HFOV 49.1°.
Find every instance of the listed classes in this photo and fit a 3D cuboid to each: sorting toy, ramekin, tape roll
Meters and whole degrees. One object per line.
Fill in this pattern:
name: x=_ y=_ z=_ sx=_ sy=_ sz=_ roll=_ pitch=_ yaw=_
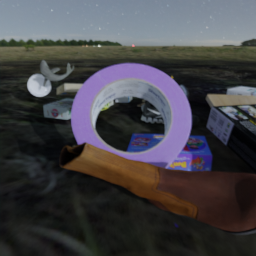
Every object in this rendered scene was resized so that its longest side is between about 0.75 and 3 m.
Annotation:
sorting toy: x=3.830 y=-0.253 z=9.556 sx=1.983 sy=0.694 sz=1.995 roll=0 pitch=44 yaw=-14
ramekin: x=-4.105 y=-1.957 z=12.923 sx=1.015 sy=1.015 sz=0.495 roll=-6 pitch=11 yaw=-18
tape roll: x=0.064 y=-0.155 z=6.853 sx=2.788 sy=2.788 sz=0.915 roll=-1 pitch=-22 yaw=-4

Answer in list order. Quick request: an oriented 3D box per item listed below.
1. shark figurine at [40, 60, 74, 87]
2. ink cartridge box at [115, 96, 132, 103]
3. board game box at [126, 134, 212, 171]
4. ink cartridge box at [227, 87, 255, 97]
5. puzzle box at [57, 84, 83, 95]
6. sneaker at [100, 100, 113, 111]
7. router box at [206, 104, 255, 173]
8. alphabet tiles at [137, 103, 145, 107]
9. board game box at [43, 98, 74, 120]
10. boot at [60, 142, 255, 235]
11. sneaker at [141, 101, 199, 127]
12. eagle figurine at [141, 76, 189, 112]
shark figurine: x=-3.172 y=-2.249 z=11.564 sx=1.901 sy=1.136 sz=0.793 roll=14 pitch=-5 yaw=29
ink cartridge box: x=-0.230 y=-1.683 z=15.390 sx=0.733 sy=0.427 sz=1.014 roll=4 pitch=18 yaw=12
board game box: x=1.132 y=0.657 z=7.952 sx=2.199 sy=0.492 sz=1.478 roll=2 pitch=18 yaw=7
ink cartridge box: x=5.095 y=-0.880 z=11.416 sx=1.306 sy=1.312 sz=1.789 roll=-15 pitch=24 yaw=-42
puzzle box: x=-2.035 y=-1.610 z=12.001 sx=1.750 sy=0.334 sz=2.631 roll=-2 pitch=5 yaw=-20
sneaker: x=-1.409 y=-1.151 z=12.985 sx=0.876 sy=0.864 sz=2.293 roll=1 pitch=18 yaw=18
router box: x=3.816 y=0.345 z=7.285 sx=2.214 sy=0.758 sz=2.968 roll=-5 pitch=33 yaw=-19
alphabet tiles: x=1.571 y=-1.078 z=14.103 sx=2.034 sy=0.077 sz=1.700 roll=10 pitch=21 yaw=30
board game box: x=-2.772 y=-0.883 z=12.703 sx=1.275 sy=0.555 sz=1.728 roll=7 pitch=18 yaw=24
boot: x=0.516 y=0.695 z=4.228 sx=2.681 sy=0.918 sz=2.524 roll=28 pitch=-16 yaw=-25
sneaker: x=1.624 y=-0.638 z=11.072 sx=2.359 sy=1.067 sz=0.784 roll=8 pitch=20 yaw=22
eagle figurine: x=1.630 y=-1.622 z=13.190 sx=1.875 sy=1.885 sz=2.484 roll=-22 pitch=-10 yaw=25
